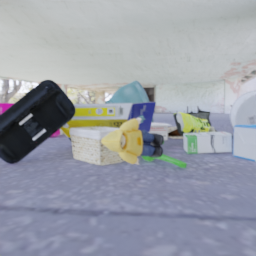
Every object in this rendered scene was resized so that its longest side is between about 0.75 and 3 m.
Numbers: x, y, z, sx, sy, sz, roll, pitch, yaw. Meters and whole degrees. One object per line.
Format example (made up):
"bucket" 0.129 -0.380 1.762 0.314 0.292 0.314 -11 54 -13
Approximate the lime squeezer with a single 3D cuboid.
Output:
"lime squeezer" 0.717 0.525 7.128 0.872 0.466 2.470 -10 9 -2

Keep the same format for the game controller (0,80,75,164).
"game controller" -2.282 -0.127 6.488 2.120 1.106 0.446 -39 15 -1

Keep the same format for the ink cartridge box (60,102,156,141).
"ink cartridge box" -0.604 -0.030 8.569 2.712 0.637 2.680 1 -18 1

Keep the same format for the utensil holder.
"utensil holder" 4.592 -0.346 9.714 1.928 1.928 2.269 1 7 17

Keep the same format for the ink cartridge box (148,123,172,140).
"ink cartridge box" 0.805 0.141 11.226 1.145 0.663 1.965 -2 3 -23

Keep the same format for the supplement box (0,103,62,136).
"supplement box" -4.458 -0.355 12.398 2.849 1.472 1.442 1 2 -1

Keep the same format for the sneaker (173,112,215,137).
"sneaker" 2.175 -0.104 9.221 0.832 0.821 2.179 -22 -24 28

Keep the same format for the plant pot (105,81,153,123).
"plant pot" -0.079 -0.769 13.175 1.699 2.535 2.535 -18 8 -12

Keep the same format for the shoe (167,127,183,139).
"shoe" 2.377 0.179 11.290 1.840 0.643 0.491 -7 6 17

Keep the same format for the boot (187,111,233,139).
"boot" 3.050 -0.070 10.588 1.800 1.176 0.610 1 4 7

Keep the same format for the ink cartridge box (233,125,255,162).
"ink cartridge box" 4.260 0.351 7.232 2.600 0.882 1.508 -2 5 -20

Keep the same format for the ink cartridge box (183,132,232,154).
"ink cartridge box" 2.297 0.422 8.200 1.249 0.525 0.912 -3 4 5

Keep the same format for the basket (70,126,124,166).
"basket" -0.741 0.411 6.904 0.893 0.813 1.318 -4 5 -41

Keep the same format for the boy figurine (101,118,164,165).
"boy figurine" 0.103 0.233 5.286 0.466 0.900 1.447 2 -8 39
